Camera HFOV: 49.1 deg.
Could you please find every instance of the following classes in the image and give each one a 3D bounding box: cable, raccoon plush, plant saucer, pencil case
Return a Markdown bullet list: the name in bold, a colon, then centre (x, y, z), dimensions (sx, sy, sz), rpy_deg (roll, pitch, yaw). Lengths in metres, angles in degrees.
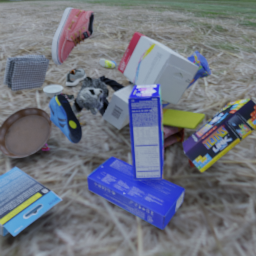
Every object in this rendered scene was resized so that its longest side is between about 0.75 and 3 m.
- **cable**: centre (-0.533, -1.318, 11.818), dimensions (1.920, 0.598, 2.354), rpy_deg (-3, 57, -32)
- **raccoon plush**: centre (-1.379, -0.675, 9.248), dimensions (1.011, 2.089, 1.400), rpy_deg (27, 43, -9)
- **plant saucer**: centre (-3.566, 0.192, 9.797), dimensions (2.022, 0.348, 2.022), rpy_deg (-4, 59, 7)
- **pencil case**: centre (2.026, -1.881, 11.657), dimensions (2.901, 1.132, 1.260), rpy_deg (-36, 30, 22)

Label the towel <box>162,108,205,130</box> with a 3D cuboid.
- **towel**: centre (1.484, -0.343, 10.102), dimensions (2.343, 0.212, 1.008), rpy_deg (11, 37, 35)

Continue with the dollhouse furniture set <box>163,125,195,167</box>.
- **dollhouse furniture set**: centre (1.884, 0.496, 9.603), dimensions (1.142, 0.863, 2.122), rpy_deg (-24, 39, -33)

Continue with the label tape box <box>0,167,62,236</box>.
- **label tape box**: centre (-2.919, 2.014, 7.361), dimensions (2.027, 0.670, 1.452), rpy_deg (23, 39, 30)

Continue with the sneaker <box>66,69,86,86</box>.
- **sneaker**: centre (-2.819, -2.902, 15.233), dimensions (0.705, 0.756, 1.908), rpy_deg (5, 31, 11)

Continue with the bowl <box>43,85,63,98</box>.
- **bowl**: centre (-3.621, -1.721, 13.626), dimensions (0.931, 0.419, 0.931), rpy_deg (-1, 32, 0)

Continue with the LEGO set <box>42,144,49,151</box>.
- **LEGO set**: centre (-3.398, 0.469, 10.007), dimensions (1.203, 0.494, 0.459), rpy_deg (1, 31, 2)

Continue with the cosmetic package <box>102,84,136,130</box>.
- **cosmetic package**: centre (0.057, -0.919, 10.747), dimensions (0.851, 1.184, 2.097), rpy_deg (35, 31, 10)

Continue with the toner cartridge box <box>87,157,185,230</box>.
- **toner cartridge box**: centre (0.181, 1.734, 7.902), dimensions (2.520, 0.544, 1.197), rpy_deg (21, 36, 29)

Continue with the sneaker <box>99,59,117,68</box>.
- **sneaker**: centre (-1.211, -3.965, 17.339), dimensions (1.192, 0.452, 0.626), rpy_deg (30, 29, 31)

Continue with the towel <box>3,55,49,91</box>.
- **towel**: centre (-3.743, -2.036, 10.386), dimensions (0.647, 1.252, 1.512), rpy_deg (45, 38, 21)

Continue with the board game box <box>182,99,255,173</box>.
- **board game box**: centre (2.498, 0.130, 7.797), dimensions (0.696, 2.029, 2.454), rpy_deg (50, 9, 4)

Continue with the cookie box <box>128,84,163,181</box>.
- **cookie box**: centre (0.562, 0.047, 7.994), dimensions (0.853, 2.271, 1.943), rpy_deg (-2, 18, 7)

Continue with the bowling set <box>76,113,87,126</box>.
- **bowling set**: centre (-2.198, -0.474, 11.402), dimensions (0.988, 0.688, 0.531), rpy_deg (19, 38, 35)

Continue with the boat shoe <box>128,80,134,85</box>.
- **boat shoe**: centre (0.377, -1.777, 11.995), dimensions (0.884, 0.293, 0.309), rpy_deg (35, 33, 12)

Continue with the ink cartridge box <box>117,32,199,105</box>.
- **ink cartridge box**: centre (1.074, -2.228, 10.513), dimensions (1.667, 1.659, 2.294), rpy_deg (11, 26, -41)

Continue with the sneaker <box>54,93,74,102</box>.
- **sneaker**: centre (-3.006, -1.443, 13.161), dimensions (1.012, 0.437, 0.407), rpy_deg (-19, 38, -29)

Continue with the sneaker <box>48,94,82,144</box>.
- **sneaker**: centre (-2.023, -0.185, 8.822), dimensions (0.593, 0.705, 1.799), rpy_deg (9, 48, -56)

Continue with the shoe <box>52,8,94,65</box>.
- **shoe**: centre (-1.581, -2.690, 8.230), dimensions (0.854, 0.671, 1.878), rpy_deg (9, 73, 12)
